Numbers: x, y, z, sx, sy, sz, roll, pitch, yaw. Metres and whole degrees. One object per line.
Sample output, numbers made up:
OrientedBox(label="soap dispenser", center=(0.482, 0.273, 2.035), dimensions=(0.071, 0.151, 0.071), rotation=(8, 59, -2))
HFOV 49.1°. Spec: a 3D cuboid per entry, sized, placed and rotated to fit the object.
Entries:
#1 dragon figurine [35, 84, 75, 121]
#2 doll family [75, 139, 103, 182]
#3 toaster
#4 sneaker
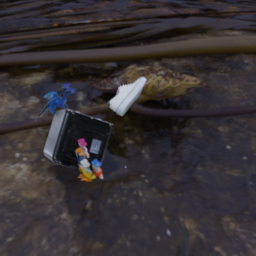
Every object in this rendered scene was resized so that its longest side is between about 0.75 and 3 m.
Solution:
OrientedBox(label="dragon figurine", center=(-2.475, -0.885, 9.254), dimensions=(1.591, 0.791, 0.468), rotation=(-27, 52, -15))
OrientedBox(label="doll family", center=(-1.335, 1.114, 8.545), dimensions=(0.676, 0.931, 1.499), rotation=(-25, 52, -19))
OrientedBox(label="toaster", center=(-1.714, 0.518, 9.663), dimensions=(1.861, 2.058, 1.221), rotation=(18, -6, -33))
OrientedBox(label="sneaker", center=(-0.012, -1.400, 10.935), dimensions=(0.769, 0.793, 2.172), rotation=(33, 51, 6))
